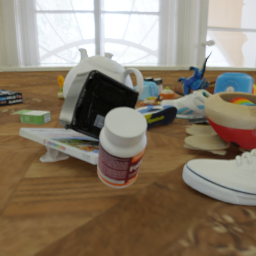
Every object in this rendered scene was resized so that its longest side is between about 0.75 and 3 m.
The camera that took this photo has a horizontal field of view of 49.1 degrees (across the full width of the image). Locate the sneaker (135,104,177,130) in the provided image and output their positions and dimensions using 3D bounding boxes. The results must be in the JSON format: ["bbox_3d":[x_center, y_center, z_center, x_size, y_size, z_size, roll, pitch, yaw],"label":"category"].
[{"bbox_3d":[0.887,-0.476,9.510,1.902,0.703,0.782,-10,29,-36],"label":"sneaker"}]

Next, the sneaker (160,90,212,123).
[{"bbox_3d":[2.456,-0.896,10.539,2.651,1.071,1.014,9,19,32],"label":"sneaker"}]

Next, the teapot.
[{"bbox_3d":[-0.945,-1.781,10.619,2.926,2.137,2.888,19,18,-3],"label":"teapot"}]

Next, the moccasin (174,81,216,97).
[{"bbox_3d":[3.826,-2.200,15.085,2.882,1.113,1.054,-4,16,-13],"label":"moccasin"}]

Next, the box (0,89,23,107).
[{"bbox_3d":[-6.521,-1.449,13.462,2.345,0.540,1.864,13,20,38],"label":"box"}]

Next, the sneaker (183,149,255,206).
[{"bbox_3d":[2.400,0.732,4.782,2.878,1.019,1.051,6,17,20],"label":"sneaker"}]

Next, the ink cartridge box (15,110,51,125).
[{"bbox_3d":[-3.450,-0.392,10.055,1.168,0.346,0.606,5,16,18],"label":"ink cartridge box"}]

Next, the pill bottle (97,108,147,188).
[{"bbox_3d":[-0.099,0.313,4.151,0.672,1.177,0.672,5,47,-5],"label":"pill bottle"}]

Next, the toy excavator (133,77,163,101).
[{"bbox_3d":[0.471,-1.843,14.293,2.145,1.071,2.085,-21,24,-32],"label":"toy excavator"}]

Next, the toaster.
[{"bbox_3d":[-0.710,-0.443,6.373,1.568,1.418,0.931,22,-7,-34],"label":"toaster"}]

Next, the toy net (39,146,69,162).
[{"bbox_3d":[-1.512,0.334,7.334,1.130,0.416,2.153,11,20,32],"label":"toy net"}]

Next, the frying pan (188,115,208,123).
[{"bbox_3d":[2.575,-0.286,9.027,1.028,0.277,1.699,-5,2,37],"label":"frying pan"}]

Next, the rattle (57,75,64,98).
[{"bbox_3d":[-2.886,-2.025,14.448,1.126,1.236,1.730,15,-5,-41],"label":"rattle"}]

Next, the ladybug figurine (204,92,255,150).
[{"bbox_3d":[2.814,-0.211,6.868,1.877,0.995,2.765,5,18,9],"label":"ladybug figurine"}]

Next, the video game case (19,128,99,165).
[{"bbox_3d":[-1.171,0.369,6.576,2.244,0.202,1.607,16,7,30],"label":"video game case"}]

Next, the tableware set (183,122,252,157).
[{"bbox_3d":[2.807,0.274,7.742,2.461,0.342,2.946,4,17,13],"label":"tableware set"}]

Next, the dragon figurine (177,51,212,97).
[{"bbox_3d":[2.969,-1.944,11.926,0.754,2.564,1.275,20,31,-56],"label":"dragon figurine"}]

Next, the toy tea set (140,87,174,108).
[{"bbox_3d":[1.266,-1.287,12.291,1.385,0.862,2.328,4,16,14],"label":"toy tea set"}]

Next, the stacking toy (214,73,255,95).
[{"bbox_3d":[5.222,-1.452,12.460,2.835,1.556,1.645,4,7,-41],"label":"stacking toy"}]
